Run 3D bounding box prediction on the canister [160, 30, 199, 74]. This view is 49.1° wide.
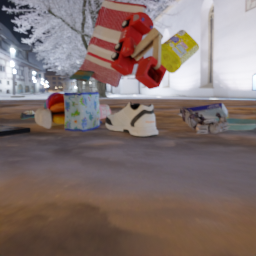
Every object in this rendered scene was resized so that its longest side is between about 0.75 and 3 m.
[{"bbox_3d":[2.331,-3.683,13.375,1.979,1.470,0.856,-43,-2,-30],"label":"canister"}]

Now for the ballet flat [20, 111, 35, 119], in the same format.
[{"bbox_3d":[-5.402,-0.734,15.385,0.444,0.444,1.214,4,8,27],"label":"ballet flat"}]

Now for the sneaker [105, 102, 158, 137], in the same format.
[{"bbox_3d":[0.089,-0.384,10.179,1.054,1.143,2.859,-7,9,-34],"label":"sneaker"}]

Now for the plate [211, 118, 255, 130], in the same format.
[{"bbox_3d":[4.260,-0.153,11.474,2.436,0.311,2.436,0,7,0],"label":"plate"}]

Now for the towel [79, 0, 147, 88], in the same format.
[{"bbox_3d":[-0.606,-2.976,9.699,2.010,2.790,0.317,28,11,37],"label":"towel"}]

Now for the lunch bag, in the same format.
[{"bbox_3d":[-1.673,-0.674,10.955,1.105,1.475,1.735,5,10,27],"label":"lunch bag"}]

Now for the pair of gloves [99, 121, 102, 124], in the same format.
[{"bbox_3d":[-1.160,-0.305,13.163,1.400,0.160,1.126,-1,8,-1],"label":"pair of gloves"}]

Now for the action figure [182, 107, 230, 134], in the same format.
[{"bbox_3d":[2.798,-0.239,10.487,1.473,0.786,2.264,5,10,-15],"label":"action figure"}]

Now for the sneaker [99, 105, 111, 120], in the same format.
[{"bbox_3d":[-1.397,-0.888,14.894,1.147,0.826,2.195,-8,5,-16],"label":"sneaker"}]

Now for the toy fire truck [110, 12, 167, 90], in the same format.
[{"bbox_3d":[0.370,-2.227,7.749,0.623,2.557,1.803,30,-22,-37],"label":"toy fire truck"}]

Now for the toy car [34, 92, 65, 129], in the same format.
[{"bbox_3d":[-2.960,-0.769,11.773,1.683,1.442,1.923,-5,9,-30],"label":"toy car"}]

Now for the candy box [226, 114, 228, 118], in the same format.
[{"bbox_3d":[4.245,-0.696,15.429,1.230,0.318,2.406,-5,9,-18],"label":"candy box"}]

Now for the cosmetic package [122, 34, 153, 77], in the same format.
[{"bbox_3d":[-0.097,-3.276,11.673,1.345,2.182,2.188,-11,9,-28],"label":"cosmetic package"}]

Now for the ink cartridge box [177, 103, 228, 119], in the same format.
[{"bbox_3d":[3.266,-0.702,12.261,1.858,0.378,1.862,-8,-13,26],"label":"ink cartridge box"}]

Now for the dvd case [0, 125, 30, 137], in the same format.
[{"bbox_3d":[-4.878,0.092,10.077,2.193,0.192,1.564,4,8,29],"label":"dvd case"}]

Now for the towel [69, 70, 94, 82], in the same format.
[{"bbox_3d":[-1.555,-1.781,9.522,0.633,0.094,0.863,8,31,6],"label":"towel"}]
